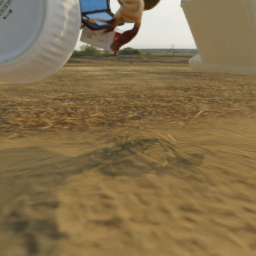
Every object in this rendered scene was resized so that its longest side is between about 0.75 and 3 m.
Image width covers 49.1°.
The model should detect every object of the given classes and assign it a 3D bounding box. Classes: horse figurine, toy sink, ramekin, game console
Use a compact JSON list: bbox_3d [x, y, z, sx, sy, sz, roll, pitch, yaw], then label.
[{"bbox_3d":[-0.212,-2.740,5.834,1.474,2.224,0.555,-14,29,0],"label":"horse figurine"},{"bbox_3d":[2.235,-2.169,5.245,1.832,1.574,2.810,-30,20,-5],"label":"toy sink"},{"bbox_3d":[-2.529,-2.379,5.647,2.968,2.968,1.382,1,11,3],"label":"ramekin"},{"bbox_3d":[-0.965,-4.138,9.546,1.386,0.955,1.609,43,48,21],"label":"game console"}]

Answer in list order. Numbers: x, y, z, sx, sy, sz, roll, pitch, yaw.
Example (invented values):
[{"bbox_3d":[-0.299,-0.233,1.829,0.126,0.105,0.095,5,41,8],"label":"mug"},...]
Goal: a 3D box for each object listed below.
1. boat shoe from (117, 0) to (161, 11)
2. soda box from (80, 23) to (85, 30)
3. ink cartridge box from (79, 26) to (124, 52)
[{"bbox_3d":[0.423,-3.524,7.104,0.785,0.886,2.421,11,38,38],"label":"boat shoe"},{"bbox_3d":[-2.657,-3.120,9.330,0.853,0.954,2.695,19,58,28],"label":"soda box"},{"bbox_3d":[-0.836,-3.628,11.145,1.672,0.799,1.905,19,22,-1],"label":"ink cartridge box"}]
